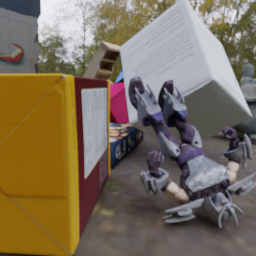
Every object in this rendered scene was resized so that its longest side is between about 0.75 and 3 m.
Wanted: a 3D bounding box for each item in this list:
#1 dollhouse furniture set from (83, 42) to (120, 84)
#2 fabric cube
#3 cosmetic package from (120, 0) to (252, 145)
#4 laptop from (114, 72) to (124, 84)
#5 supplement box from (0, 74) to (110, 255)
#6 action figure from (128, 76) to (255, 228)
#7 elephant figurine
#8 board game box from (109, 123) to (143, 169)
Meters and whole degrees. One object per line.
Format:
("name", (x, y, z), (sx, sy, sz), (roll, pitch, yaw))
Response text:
("dollhouse furniture set", (-0.214, -1.888, 11.645), (2.953, 1.922, 2.713), (42, 25, 18))
("fabric cube", (-0.382, -0.565, 8.204), (1.146, 1.128, 1.150), (5, 39, 49))
("cosmetic package", (1.046, -0.935, 5.527), (1.674, 2.013, 1.684), (-29, -37, 31))
("laptop", (0.416, -1.491, 10.394), (1.626, 1.007, 1.737), (38, -21, -15))
("supplement box", (-1.454, 0.152, 3.365), (2.221, 1.495, 2.252), (1, 8, 5))
("action figure", (0.636, 0.230, 3.193), (1.270, 0.677, 1.952), (-12, 51, -19))
("elephant figurine", (3.330, -0.755, 7.519), (1.503, 1.938, 1.371), (39, 4, 13))
("board game box", (-0.789, 0.264, 6.209), (1.807, 0.462, 2.668), (1, 8, 13))
